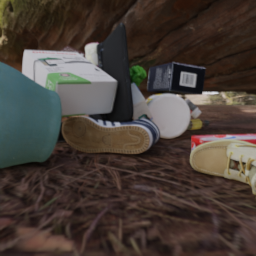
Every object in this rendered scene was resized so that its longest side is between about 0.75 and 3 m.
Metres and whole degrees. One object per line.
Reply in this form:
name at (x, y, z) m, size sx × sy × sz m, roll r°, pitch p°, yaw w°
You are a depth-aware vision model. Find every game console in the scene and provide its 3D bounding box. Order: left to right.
game console at (-0.052, -1.420, 8.788) m, size 1.580 × 2.715 × 2.388 m, roll -8°, pitch -7°, yaw 30°

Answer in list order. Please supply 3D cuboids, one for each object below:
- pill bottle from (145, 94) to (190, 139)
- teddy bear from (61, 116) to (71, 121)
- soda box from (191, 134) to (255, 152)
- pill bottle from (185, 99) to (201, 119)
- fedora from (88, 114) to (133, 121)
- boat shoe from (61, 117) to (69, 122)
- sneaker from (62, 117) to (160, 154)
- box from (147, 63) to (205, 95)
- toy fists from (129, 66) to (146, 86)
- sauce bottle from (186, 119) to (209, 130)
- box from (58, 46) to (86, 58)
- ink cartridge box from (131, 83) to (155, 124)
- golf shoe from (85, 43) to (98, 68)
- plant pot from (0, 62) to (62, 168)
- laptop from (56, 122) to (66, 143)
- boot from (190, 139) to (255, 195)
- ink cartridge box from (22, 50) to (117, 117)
pill bottle at (1.328, -0.535, 10.978) m, size 1.597 × 1.597 × 2.831 m, roll 0°, pitch 6°, yaw -3°
teddy bear at (-3.912, -0.435, 15.292) m, size 1.606 × 0.536 × 1.164 m, roll -12°, pitch 4°, yaw -26°
soda box at (2.460, 0.497, 6.275) m, size 1.988 × 0.630 × 0.696 m, roll -2°, pitch 7°, yaw -11°
pill bottle at (2.780, -0.838, 12.374) m, size 0.845 × 0.481 × 0.481 m, roll 47°, pitch 24°, yaw 15°
fedora at (-0.841, -0.632, 12.226) m, size 2.429 × 2.429 × 1.109 m, roll -6°, pitch -25°, yaw -42°
boat shoe at (-2.826, -0.237, 12.714) m, size 0.592 × 0.591 × 1.641 m, roll 0°, pitch 7°, yaw -4°
sneaker at (-0.424, 0.152, 7.867) m, size 2.698 × 0.946 × 1.464 m, roll 7°, pitch 10°, yaw 25°
box at (1.803, -1.838, 10.882) m, size 1.451 × 1.023 × 1.961 m, roll 4°, pitch 5°, yaw -23°
toy fists at (0.042, -1.663, 8.971) m, size 1.263 × 0.644 × 0.434 m, roll -6°, pitch 44°, yaw -36°
sauce bottle at (3.147, -0.163, 12.735) m, size 1.428 × 0.462 × 0.462 m, roll -3°, pitch 7°, yaw -35°
box at (-2.367, -2.421, 12.168) m, size 1.704 × 1.399 × 1.413 m, roll 28°, pitch 59°, yaw 25°
ink cartridge box at (0.372, -0.462, 8.945) m, size 0.569 × 1.692 × 0.983 m, roll -28°, pitch 45°, yaw 1°
golf shoe at (-0.848, -1.919, 9.961) m, size 0.860 × 1.045 × 2.283 m, roll -11°, pitch -34°, yaw 26°
plant pot at (-2.766, -0.244, 5.832) m, size 2.332 × 2.482 × 2.482 m, roll 11°, pitch -1°, yaw -34°
laptop at (-2.115, 0.097, 9.360) m, size 1.154 × 0.714 × 1.232 m, roll -4°, pitch 8°, yaw -34°
boot at (1.932, 0.675, 4.555) m, size 1.971 × 0.710 × 1.524 m, roll 3°, pitch 9°, yaw 20°
ink cartridge box at (-1.792, -1.361, 8.126) m, size 1.837 × 1.060 × 2.514 m, roll -8°, pitch 35°, yaw -37°
